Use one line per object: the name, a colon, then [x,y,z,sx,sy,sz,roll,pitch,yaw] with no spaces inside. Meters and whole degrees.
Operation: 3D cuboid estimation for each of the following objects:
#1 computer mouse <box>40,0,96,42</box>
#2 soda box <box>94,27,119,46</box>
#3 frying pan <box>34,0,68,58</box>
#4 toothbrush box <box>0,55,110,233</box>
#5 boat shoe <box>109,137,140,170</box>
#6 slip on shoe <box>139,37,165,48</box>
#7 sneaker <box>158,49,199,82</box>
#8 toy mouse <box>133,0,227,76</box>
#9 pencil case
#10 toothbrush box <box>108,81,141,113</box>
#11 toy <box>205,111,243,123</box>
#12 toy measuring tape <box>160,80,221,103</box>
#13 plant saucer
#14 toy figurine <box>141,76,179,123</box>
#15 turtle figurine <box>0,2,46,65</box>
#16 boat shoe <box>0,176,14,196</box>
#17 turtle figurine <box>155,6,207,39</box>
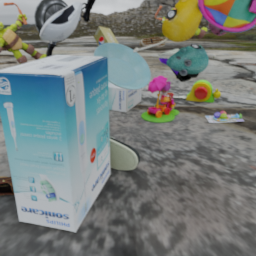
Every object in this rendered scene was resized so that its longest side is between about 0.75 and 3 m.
computer mouse: [-1.943,-3.770,9.805,1.616,0.647,2.948,-35,16,53]
soda box: [-0.722,-3.173,10.897,0.563,0.532,1.661,-4,57,-41]
frying pan: [-2.964,-3.583,10.491,0.436,2.680,1.621,21,-9,43]
toothbrush box: [-1.195,0.153,5.335,1.186,2.781,2.036,7,22,13]
boat shoe: [-0.581,0.439,7.245,2.297,0.825,0.777,14,30,37]
slip on shoe: [0.855,-2.999,9.938,0.964,0.366,0.292,-12,-5,-25]
sneaker: [1.871,-2.282,10.467,0.805,1.152,2.316,-21,21,-14]
toy mouse: [1.868,-2.133,6.649,0.569,2.939,2.612,49,10,34]
pencil case: [1.674,-2.107,3.934,0.990,0.990,2.240,11,40,25]
toothbrush box: [-0.801,-1.507,11.857,2.361,1.007,1.729,8,23,20]
toy: [3.487,-0.430,10.157,1.228,0.290,0.707,1,21,2]
toy measuring tape: [2.777,-1.702,12.509,2.640,0.971,0.971,8,23,19]
plant saucer: [-0.204,-1.740,8.252,1.814,0.349,1.814,14,53,-19]
toy figurine: [1.273,-1.154,10.305,1.658,1.526,1.245,-17,27,-37]
turtle figurine: [-3.674,-2.584,8.860,0.794,1.987,2.464,-12,47,31]
boat shoe: [-2.372,1.220,5.874,1.215,0.428,0.427,-9,17,-1]
turtle figurine: [2.166,-3.989,10.514,1.783,0.712,2.211,24,-15,-37]
